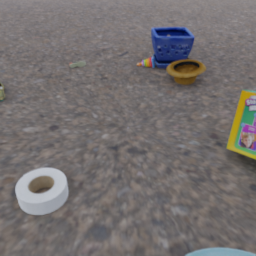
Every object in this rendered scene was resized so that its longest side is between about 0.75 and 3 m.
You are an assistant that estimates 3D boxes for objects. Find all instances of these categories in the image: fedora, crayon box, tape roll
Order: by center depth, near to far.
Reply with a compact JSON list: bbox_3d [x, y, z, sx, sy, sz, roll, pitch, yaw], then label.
[{"bbox_3d":[-1.897,1.379,6.205,1.100,0.385,1.100,0,34,0],"label":"tape roll"},{"bbox_3d":[3.771,0.149,6.427,0.773,1.576,2.653,-3,19,-43],"label":"crayon box"},{"bbox_3d":[2.370,-2.230,11.482,1.646,0.671,1.646,-3,37,3],"label":"fedora"}]

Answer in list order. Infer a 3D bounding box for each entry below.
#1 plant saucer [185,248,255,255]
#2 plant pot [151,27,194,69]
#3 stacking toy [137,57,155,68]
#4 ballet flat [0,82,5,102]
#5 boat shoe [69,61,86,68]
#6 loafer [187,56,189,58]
[{"bbox_3d":[1.530,2.948,3.679,2.730,0.526,2.730,0,32,0],"label":"plant saucer"},{"bbox_3d":[1.953,-3.648,12.861,1.708,1.535,1.708,-2,33,-2],"label":"plant pot"},{"bbox_3d":[0.803,-2.995,12.970,0.827,0.454,0.480,-5,34,14],"label":"stacking toy"},{"bbox_3d":[-4.998,-1.561,10.554,0.606,0.606,1.714,-17,36,-24],"label":"ballet flat"},{"bbox_3d":[-2.354,-2.968,13.002,0.768,0.273,0.240,-14,33,-12],"label":"boat shoe"},{"bbox_3d":[2.888,-3.768,14.179,0.327,0.295,0.864,-4,33,-6],"label":"loafer"}]
